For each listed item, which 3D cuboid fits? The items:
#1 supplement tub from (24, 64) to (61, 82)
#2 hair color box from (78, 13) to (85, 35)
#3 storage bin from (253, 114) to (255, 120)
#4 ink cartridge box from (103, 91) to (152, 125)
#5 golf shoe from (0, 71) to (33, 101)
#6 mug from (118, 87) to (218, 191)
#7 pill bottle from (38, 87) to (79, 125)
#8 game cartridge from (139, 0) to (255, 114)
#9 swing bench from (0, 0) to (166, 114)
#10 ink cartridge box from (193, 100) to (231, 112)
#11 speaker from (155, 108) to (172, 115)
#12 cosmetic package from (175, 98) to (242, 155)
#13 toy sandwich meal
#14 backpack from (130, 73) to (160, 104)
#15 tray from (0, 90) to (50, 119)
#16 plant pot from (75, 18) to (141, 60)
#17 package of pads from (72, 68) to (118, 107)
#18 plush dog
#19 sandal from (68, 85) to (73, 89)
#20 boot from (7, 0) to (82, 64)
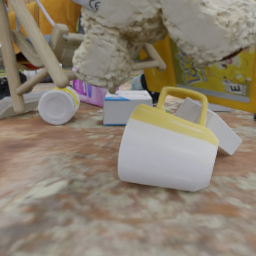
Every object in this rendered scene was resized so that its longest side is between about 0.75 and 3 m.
[{"bbox_3d":[-6.284,-4.280,20.694,2.562,1.798,1.798,-3,15,-16],"label":"supplement tub"},{"bbox_3d":[-0.935,-2.287,7.219,0.447,1.478,0.739,9,5,21],"label":"hair color box"},{"bbox_3d":[4.920,-0.901,8.618,1.404,1.521,2.090,19,22,26],"label":"storage bin"},{"bbox_3d":[-0.022,-0.656,8.631,1.369,0.803,1.869,0,16,-1],"label":"ink cartridge box"},{"bbox_3d":[-4.469,-0.763,9.005,2.887,1.122,1.364,-20,-14,-20],"label":"golf shoe"},{"bbox_3d":[0.659,0.220,4.095,1.234,1.503,1.204,14,16,18],"label":"mug"},{"bbox_3d":[-2.043,-0.763,8.638,1.003,1.003,1.802,0,14,-2],"label":"pill bottle"},{"bbox_3d":[1.314,-1.302,5.039,2.527,2.227,0.410,15,57,28],"label":"game cartridge"},{"bbox_3d":[-0.846,-1.581,4.297,1.409,2.172,2.160,-18,2,44],"label":"swing bench"},{"bbox_3d":[2.838,-1.226,10.733,1.757,0.839,2.002,2,14,6],"label":"ink cartridge box"},{"bbox_3d":[0.730,0.077,5.777,0.803,0.803,1.816,-2,15,-9],"label":"speaker"},{"bbox_3d":[1.517,0.009,5.096,0.655,0.402,1.587,42,9,38],"label":"cosmetic package"},{"bbox_3d":[-2.653,-2.927,8.424,0.916,2.675,2.675,22,23,25],"label":"toy sandwich meal"},{"bbox_3d":[0.653,-1.493,10.983,1.094,1.245,0.954,-16,4,-43],"label":"backpack"},{"bbox_3d":[-3.533,-0.723,9.186,1.188,0.245,2.212,-34,0,25],"label":"tray"},{"bbox_3d":[-0.472,-3.558,9.430,2.570,2.669,2.669,-19,23,-42],"label":"plant pot"},{"bbox_3d":[-1.382,-1.799,11.551,0.973,1.549,2.571,-9,18,-34],"label":"package of pads"},{"bbox_3d":[0.265,-1.495,3.028,1.984,1.592,1.704,-10,30,25],"label":"plush dog"},{"bbox_3d":[-3.092,-1.844,13.849,0.884,0.498,2.326,5,15,20],"label":"sandal"},{"bbox_3d":[-1.297,-2.342,6.047,2.632,1.884,0.926,-17,-21,-3],"label":"boot"}]
